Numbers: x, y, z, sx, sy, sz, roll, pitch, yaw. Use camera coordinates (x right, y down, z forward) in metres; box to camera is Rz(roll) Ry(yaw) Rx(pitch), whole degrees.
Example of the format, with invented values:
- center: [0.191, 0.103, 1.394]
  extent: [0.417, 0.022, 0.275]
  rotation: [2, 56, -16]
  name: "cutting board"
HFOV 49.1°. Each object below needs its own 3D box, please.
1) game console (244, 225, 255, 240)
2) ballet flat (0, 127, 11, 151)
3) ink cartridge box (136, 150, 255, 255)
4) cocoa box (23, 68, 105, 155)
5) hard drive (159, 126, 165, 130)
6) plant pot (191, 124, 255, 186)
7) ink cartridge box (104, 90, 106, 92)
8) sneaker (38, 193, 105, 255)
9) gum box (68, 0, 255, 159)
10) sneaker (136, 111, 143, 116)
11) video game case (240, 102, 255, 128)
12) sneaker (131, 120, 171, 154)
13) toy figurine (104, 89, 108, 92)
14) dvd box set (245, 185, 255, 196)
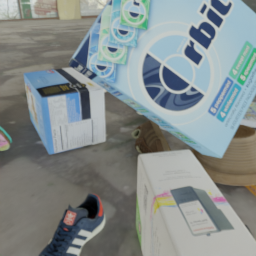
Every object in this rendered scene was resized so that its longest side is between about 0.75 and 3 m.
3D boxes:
- center: [2.135, 2.088, 3.662]
  extent: [1.156, 0.801, 1.354]
  rotation: [5, 27, 12]
  name: "game console"
- center: [-4.057, 0.158, 7.648]
  extent: [1.011, 0.982, 2.842]
  rotation: [-36, 35, -24]
  name: "ballet flat"
- center: [0.797, 1.654, 3.605]
  extent: [0.925, 1.609, 2.748]
  rotation: [-3, 26, -8]
  name: "ink cartridge box"
- center: [-1.916, -0.633, 8.189]
  extent: [1.655, 1.682, 2.521]
  rotation: [-13, 29, -25]
  name: "cocoa box"
- center: [1.936, -0.380, 9.295]
  extent: [1.442, 0.277, 2.185]
  rotation: [18, 32, 33]
  name: "hard drive"
- center: [2.443, 0.474, 6.602]
  extent: [1.950, 0.900, 1.950]
  rotation: [-5, 19, 2]
  name: "plant pot"
- center: [-1.691, -1.320, 10.796]
  extent: [1.129, 0.654, 1.939]
  rotation: [-13, 28, -26]
  name: "ink cartridge box"
- center: [-0.976, 1.699, 4.545]
  extent: [0.638, 0.719, 1.702]
  rotation: [12, 29, 22]
  name: "sneaker"
- center: [0.909, -1.264, 4.649]
  extent: [2.878, 2.445, 0.641]
  rotation: [33, -7, -15]
  name: "gum box"
- center: [0.788, -0.785, 9.532]
  extent: [1.348, 0.574, 0.519]
  rotation: [-5, 18, 43]
  name: "sneaker"
- center: [4.113, -0.473, 9.225]
  extent: [2.118, 0.233, 1.930]
  rotation: [7, 26, -3]
  name: "video game case"
- center: [0.627, 0.558, 7.129]
  extent: [0.823, 0.767, 2.179]
  rotation: [-24, 27, 5]
  name: "sneaker"
- center: [-1.100, -2.493, 12.678]
  extent: [1.408, 1.240, 2.351]
  rotation: [10, 26, 31]
  name: "toy figurine"
- center: [3.323, 1.407, 5.693]
  extent: [1.175, 0.236, 1.606]
  rotation: [-8, 27, -17]
  name: "dvd box set"
